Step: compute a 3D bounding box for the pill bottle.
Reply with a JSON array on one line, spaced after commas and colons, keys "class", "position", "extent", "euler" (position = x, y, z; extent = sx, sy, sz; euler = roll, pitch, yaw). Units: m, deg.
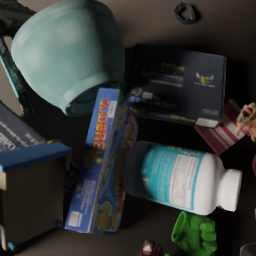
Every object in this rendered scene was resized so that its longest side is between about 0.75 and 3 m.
[{"class": "pill bottle", "position": [1.182, 1.106, 6.193], "extent": [2.387, 1.323, 1.323], "euler": [10, 70, 25]}]

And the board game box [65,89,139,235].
[{"class": "board game box", "position": [-0.433, 0.849, 6.299], "extent": [0.497, 1.951, 2.883], "euler": [5, 71, 17]}]

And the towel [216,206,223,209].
[{"class": "towel", "position": [1.854, 1.468, 6.972], "extent": [1.228, 0.298, 0.686], "euler": [20, 71, 7]}]

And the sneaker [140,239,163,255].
[{"class": "sneaker", "position": [0.214, 2.647, 5.395], "extent": [0.610, 1.611, 0.931], "euler": [8, 84, 30]}]

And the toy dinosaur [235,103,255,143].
[{"class": "toy dinosaur", "position": [3.927, -0.113, 6.983], "extent": [2.929, 1.257, 1.985], "euler": [34, 98, -14]}]

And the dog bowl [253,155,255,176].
[{"class": "dog bowl", "position": [3.480, 0.907, 6.431], "extent": [0.469, 1.273, 1.273], "euler": [-27, 71, -35]}]

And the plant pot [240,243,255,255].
[{"class": "plant pot", "position": [3.334, 3.211, 5.189], "extent": [1.755, 1.557, 1.751], "euler": [-13, 111, -5]}]

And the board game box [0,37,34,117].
[{"class": "board game box", "position": [-3.050, -1.380, 7.438], "extent": [0.269, 1.290, 1.907], "euler": [-23, 72, -19]}]

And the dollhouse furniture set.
[{"class": "dollhouse furniture set", "position": [-2.589, 1.545, 5.350], "extent": [2.822, 2.664, 1.841], "euler": [-15, 29, -43]}]

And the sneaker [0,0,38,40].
[{"class": "sneaker", "position": [-2.970, -2.909, 7.111], "extent": [1.097, 2.848, 1.213], "euler": [-29, 84, 34]}]

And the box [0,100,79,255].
[{"class": "box", "position": [-2.934, 1.115, 6.445], "extent": [2.582, 1.541, 2.625], "euler": [37, 76, 12]}]

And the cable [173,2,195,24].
[{"class": "cable", "position": [1.744, -3.607, 8.818], "extent": [0.653, 0.203, 0.800], "euler": [-9, 73, 2]}]

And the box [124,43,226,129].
[{"class": "box", "position": [1.273, -1.171, 7.615], "extent": [2.551, 0.651, 2.012], "euler": [11, 66, 3]}]

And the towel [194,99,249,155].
[{"class": "towel", "position": [2.637, -0.061, 7.583], "extent": [1.420, 0.162, 1.023], "euler": [-35, 75, -12]}]

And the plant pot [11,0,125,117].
[{"class": "plant pot", "position": [-1.153, -1.399, 6.765], "extent": [2.676, 2.676, 1.793], "euler": [-25, 77, -9]}]

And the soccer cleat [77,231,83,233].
[{"class": "soccer cleat", "position": [-0.936, 1.700, 6.690], "extent": [0.564, 0.525, 1.540], "euler": [13, 77, 7]}]

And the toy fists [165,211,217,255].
[{"class": "toy fists", "position": [1.394, 2.863, 6.227], "extent": [0.963, 0.650, 1.890], "euler": [24, 76, -4]}]
